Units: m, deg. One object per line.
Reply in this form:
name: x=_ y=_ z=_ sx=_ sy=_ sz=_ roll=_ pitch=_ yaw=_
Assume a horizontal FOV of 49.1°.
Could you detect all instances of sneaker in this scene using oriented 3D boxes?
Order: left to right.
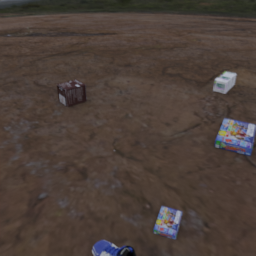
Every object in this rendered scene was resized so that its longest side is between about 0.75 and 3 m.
sneaker: x=-0.184 y=2.885 z=6.301 sx=1.415 sy=0.817 sz=0.572 roll=26 pitch=38 yaw=37

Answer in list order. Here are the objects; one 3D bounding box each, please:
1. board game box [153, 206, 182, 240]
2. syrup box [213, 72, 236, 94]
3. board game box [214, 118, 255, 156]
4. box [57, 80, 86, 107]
board game box: x=1.083 y=2.541 z=7.563 sx=0.595 sy=0.152 sz=0.880 roll=11 pitch=32 yaw=18
syrup box: x=5.466 y=-2.573 z=15.824 sx=0.683 sy=0.707 sz=1.736 roll=19 pitch=34 yaw=31
board game box: x=4.334 y=0.306 z=11.215 sx=1.336 sy=0.340 sz=1.974 roll=14 pitch=33 yaw=23
box: x=-2.853 y=-1.768 z=14.198 sx=1.149 sy=0.943 sz=0.953 roll=-22 pitch=37 yaw=-33
